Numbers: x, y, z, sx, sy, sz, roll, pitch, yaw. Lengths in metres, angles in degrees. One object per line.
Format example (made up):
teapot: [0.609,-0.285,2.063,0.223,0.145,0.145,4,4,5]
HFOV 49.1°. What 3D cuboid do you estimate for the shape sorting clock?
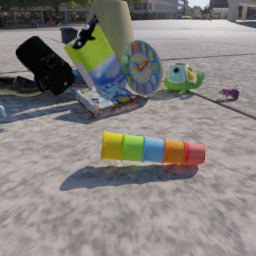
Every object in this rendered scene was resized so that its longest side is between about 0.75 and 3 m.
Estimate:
shape sorting clock: [0.449,-2.188,10.354,0.404,2.059,2.059,-19,30,-39]

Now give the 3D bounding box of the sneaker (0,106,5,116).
sneaker: [-4.266,-0.593,8.820,0.936,0.367,0.421,20,33,39]

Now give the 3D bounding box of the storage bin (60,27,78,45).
storage bin: [-2.379,-3.713,11.400,0.667,0.616,0.917,-10,31,-27]

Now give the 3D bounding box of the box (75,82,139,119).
box: [-0.663,-0.949,9.215,1.765,0.352,1.208,-20,48,-39]

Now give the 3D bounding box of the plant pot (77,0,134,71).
plant pot: [-0.846,-3.865,11.919,2.679,2.861,2.679,3,21,-1]

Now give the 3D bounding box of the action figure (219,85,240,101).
action figure: [3.714,-1.305,10.280,0.790,0.588,0.529,9,27,-15]

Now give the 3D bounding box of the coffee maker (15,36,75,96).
coffee maker: [-3.060,-2.479,10.302,1.344,1.917,1.995,-33,63,-32]

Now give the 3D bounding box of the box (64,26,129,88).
box: [-1.060,-2.246,10.002,1.402,2.299,0.548,-45,28,-28]

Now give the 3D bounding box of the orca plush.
orca plush: [-1.239,-2.949,8.929,0.484,0.717,1.363,35,60,-11]

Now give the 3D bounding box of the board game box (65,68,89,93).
board game box: [-1.654,-2.136,12.139,1.920,0.597,2.543,4,23,9]

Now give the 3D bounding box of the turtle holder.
turtle holder: [2.156,-1.979,11.153,1.151,1.075,1.514,-15,27,-33]

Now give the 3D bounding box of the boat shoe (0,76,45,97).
boat shoe: [-4.183,-1.644,10.679,2.049,0.673,0.732,0,44,5]

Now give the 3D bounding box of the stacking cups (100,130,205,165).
stacking cups: [0.511,0.499,5.895,2.141,0.648,0.648,8,23,-5]
